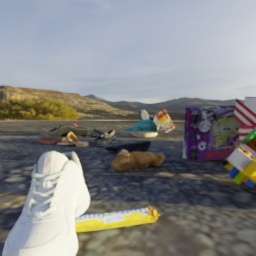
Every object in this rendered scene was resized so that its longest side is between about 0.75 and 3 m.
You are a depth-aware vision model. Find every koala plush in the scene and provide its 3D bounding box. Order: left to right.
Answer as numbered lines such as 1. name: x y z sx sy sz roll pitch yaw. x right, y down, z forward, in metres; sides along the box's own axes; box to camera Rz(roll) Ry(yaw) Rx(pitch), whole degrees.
1. koala plush: 1.104 -0.089 17.383 1.475 1.529 1.664 9 -20 -16

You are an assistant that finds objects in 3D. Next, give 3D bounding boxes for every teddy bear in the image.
1. teddy bear: 0.255 0.777 7.212 1.456 0.486 1.056 -1 1 -17

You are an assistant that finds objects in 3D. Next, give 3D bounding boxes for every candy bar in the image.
1. candy bar: -0.288 1.153 3.512 1.385 0.153 0.345 -2 4 -16

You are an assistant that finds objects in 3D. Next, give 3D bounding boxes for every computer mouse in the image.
1. computer mouse: 0.113 0.721 9.338 1.126 0.429 1.626 -3 -6 -43

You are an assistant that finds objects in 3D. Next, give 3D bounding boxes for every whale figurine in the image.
1. whale figurine: 0.721 0.012 15.776 1.937 1.005 1.541 2 4 40

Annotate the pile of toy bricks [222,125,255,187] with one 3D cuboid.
1. pile of toy bricks: 2.736 0.609 5.062 1.429 1.606 2.895 42 6 17

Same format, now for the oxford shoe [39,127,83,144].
1. oxford shoe: -3.012 0.314 12.759 2.008 0.751 0.707 -2 4 -34

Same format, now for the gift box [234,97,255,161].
1. gift box: 3.910 -0.024 7.001 1.987 2.128 1.964 -2 2 -41

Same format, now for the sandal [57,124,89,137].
1. sandal: -2.456 0.079 12.266 1.721 0.646 0.388 8 40 -55

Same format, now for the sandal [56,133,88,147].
1. sandal: -2.339 0.471 11.831 1.663 0.547 0.610 2 4 34

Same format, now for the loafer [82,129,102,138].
1. loafer: -1.825 0.287 15.404 1.431 0.502 0.486 0 3 1

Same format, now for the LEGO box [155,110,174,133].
1. LEGO box: 1.982 -0.350 15.046 0.571 1.103 1.481 -28 -5 8

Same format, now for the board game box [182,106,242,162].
1. board game box: 2.881 0.138 8.205 2.575 1.545 0.416 -3 19 -12

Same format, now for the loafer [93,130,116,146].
1. loafer: -1.032 0.426 12.177 0.679 0.595 1.891 1 3 17

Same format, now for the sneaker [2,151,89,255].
1. sneaker: -0.871 0.746 2.997 0.710 0.905 1.822 -5 12 -1
